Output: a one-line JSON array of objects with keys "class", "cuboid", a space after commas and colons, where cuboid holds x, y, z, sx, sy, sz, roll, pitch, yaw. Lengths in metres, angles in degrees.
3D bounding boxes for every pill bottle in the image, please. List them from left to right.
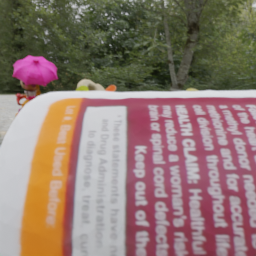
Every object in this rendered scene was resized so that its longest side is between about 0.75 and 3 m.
[{"class": "pill bottle", "cuboid": [0.814, 0.554, 1.657, 2.697, 1.540, 1.540, 0, 9, 1]}]

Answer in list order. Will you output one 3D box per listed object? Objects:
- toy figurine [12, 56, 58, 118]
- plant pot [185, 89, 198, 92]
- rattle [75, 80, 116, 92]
[{"class": "toy figurine", "cuboid": [-2.784, -0.904, 8.399, 1.949, 2.390, 2.597, -6, 10, -32]}, {"class": "plant pot", "cuboid": [3.227, -1.261, 14.361, 1.238, 1.238, 0.879, 10, 48, 48]}, {"class": "rattle", "cuboid": [-1.808, -1.113, 13.146, 1.898, 2.083, 2.916, 39, 22, -1]}]
